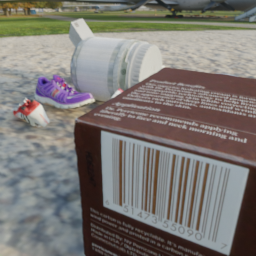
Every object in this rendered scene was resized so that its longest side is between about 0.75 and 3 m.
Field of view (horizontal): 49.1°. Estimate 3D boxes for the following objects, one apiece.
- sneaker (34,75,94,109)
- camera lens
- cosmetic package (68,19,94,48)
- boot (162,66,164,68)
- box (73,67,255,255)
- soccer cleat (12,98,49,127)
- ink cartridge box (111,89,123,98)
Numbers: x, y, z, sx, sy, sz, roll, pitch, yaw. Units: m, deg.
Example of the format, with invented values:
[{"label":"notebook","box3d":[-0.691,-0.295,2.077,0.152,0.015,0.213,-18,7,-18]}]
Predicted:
[{"label":"sneaker","box3d":[-2.268,-1.245,9.530,2.440,1.018,0.984,15,20,25]},{"label":"camera lens","box3d":[-0.468,-2.067,10.240,2.879,2.303,2.303,12,28,25]},{"label":"cosmetic package","box3d":[-1.679,-3.464,12.605,0.668,2.640,1.090,-31,-6,-27]},{"label":"boot","box3d":[0.865,-2.092,11.844,1.553,0.701,0.565,-15,-1,10]},{"label":"box","box3d":[1.045,0.645,4.391,2.429,2.405,2.928,14,29,26]},{"label":"soccer cleat","box3d":[-3.015,-0.418,8.713,0.705,0.875,2.053,-46,25,-21]},{"label":"ink cartridge box","box3d":[-0.390,-0.521,7.564,0.463,0.807,1.111,37,21,-5]}]
